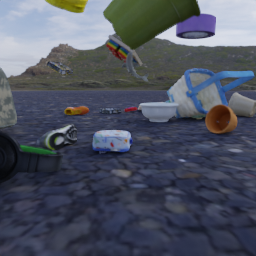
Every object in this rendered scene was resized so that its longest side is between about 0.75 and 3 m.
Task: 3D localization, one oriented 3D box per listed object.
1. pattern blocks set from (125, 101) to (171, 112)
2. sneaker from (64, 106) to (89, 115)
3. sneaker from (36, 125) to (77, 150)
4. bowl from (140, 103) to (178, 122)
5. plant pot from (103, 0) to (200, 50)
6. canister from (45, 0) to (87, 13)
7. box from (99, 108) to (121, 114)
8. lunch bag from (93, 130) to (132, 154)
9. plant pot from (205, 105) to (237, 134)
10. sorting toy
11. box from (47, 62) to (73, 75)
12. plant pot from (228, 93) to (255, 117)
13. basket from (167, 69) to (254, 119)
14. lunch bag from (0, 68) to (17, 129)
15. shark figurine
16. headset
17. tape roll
[{"bbox_3d":[1.112,-1.087,13.956,2.337,0.189,2.054,-9,7,12],"label":"pattern blocks set"},{"bbox_3d":[-2.260,-0.707,12.316,1.097,0.400,0.423,-4,24,14],"label":"sneaker"},{"bbox_3d":[-1.595,0.192,6.434,0.502,0.458,1.241,0,7,22],"label":"sneaker"},{"bbox_3d":[1.145,-0.576,10.408,1.424,0.640,1.424,0,10,0],"label":"bowl"},{"bbox_3d":[0.305,-2.018,4.724,1.270,1.337,1.337,-38,1,14],"label":"plant pot"},{"bbox_3d":[-0.903,-3.144,4.913,0.770,1.779,1.321,12,37,-18],"label":"canister"},{"bbox_3d":[-0.847,-0.789,13.105,0.674,0.183,0.842,-7,12,-36],"label":"box"},{"bbox_3d":[-0.315,0.282,6.049,0.821,0.387,1.024,2,9,2],"label":"lunch bag"},{"bbox_3d":[2.724,-0.205,8.014,0.574,0.820,0.820,15,-2,-39],"label":"plant pot"},{"bbox_3d":[-0.188,-2.903,10.980,1.254,0.439,1.261,38,2,19],"label":"sorting toy"},{"bbox_3d":[-2.570,-2.268,10.591,0.783,0.193,0.625,32,26,20],"label":"box"},{"bbox_3d":[4.862,-0.897,11.809,0.924,1.009,1.009,22,21,37],"label":"plant pot"},{"bbox_3d":[3.154,-1.442,10.820,2.437,1.923,2.764,-8,-18,-39],"label":"basket"},{"bbox_3d":[-4.632,-0.573,7.000,2.321,1.928,2.767,-14,6,12],"label":"lunch bag"},{"bbox_3d":[0.178,-2.013,9.924,0.694,1.162,0.485,-31,18,28],"label":"shark figurine"},{"bbox_3d":[-2.082,0.525,4.156,2.176,1.022,1.344,12,-4,-36],"label":"headset"},{"bbox_3d":[1.842,-2.755,7.659,1.051,0.447,1.051,2,7,0],"label":"tape roll"}]
